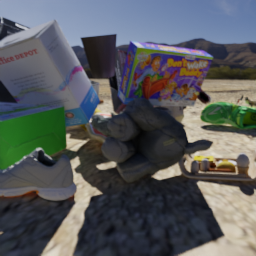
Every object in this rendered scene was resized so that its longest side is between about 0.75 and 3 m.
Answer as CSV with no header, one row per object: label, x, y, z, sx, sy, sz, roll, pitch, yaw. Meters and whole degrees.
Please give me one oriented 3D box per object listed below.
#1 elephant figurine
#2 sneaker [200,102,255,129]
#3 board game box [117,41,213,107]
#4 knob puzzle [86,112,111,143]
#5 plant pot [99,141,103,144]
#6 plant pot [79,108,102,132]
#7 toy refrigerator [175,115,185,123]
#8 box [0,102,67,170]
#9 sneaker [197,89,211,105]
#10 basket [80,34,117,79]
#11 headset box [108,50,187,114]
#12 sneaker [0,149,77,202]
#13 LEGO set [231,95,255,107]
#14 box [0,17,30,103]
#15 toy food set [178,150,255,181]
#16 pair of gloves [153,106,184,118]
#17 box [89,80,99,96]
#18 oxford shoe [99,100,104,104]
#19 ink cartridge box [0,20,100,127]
elephant figurine,0.282,0.072,6.877,1.891,2.073,2.673,-41,8,3
sneaker,4.255,-0.517,11.213,2.672,0.989,1.116,4,9,15
board game box,0.934,-1.309,7.157,2.157,1.450,0.483,-1,33,-24
knob puzzle,-0.030,-0.083,9.090,3.264,0.453,3.264,9,20,-3
plant pot,-0.387,0.341,9.314,1.175,0.161,1.175,-1,12,0
plant pot,-1.393,-0.389,10.830,0.753,0.854,0.854,7,23,-45
toy refrigerator,1.831,-0.691,12.148,1.183,0.414,0.449,25,16,-11
box,-3.481,0.141,7.394,2.503,1.372,2.837,4,14,21
sneaker,2.485,-1.370,10.244,1.333,0.504,0.770,38,12,12
basket,-0.718,-1.879,7.381,0.955,1.059,0.720,-7,19,-7
headset box,0.541,-1.563,10.528,2.890,2.148,1.084,6,-29,-28
sneaker,-1.959,0.823,5.466,1.985,0.913,0.752,1,12,8
LEGO set,4.686,-0.645,11.791,1.306,0.570,2.010,21,-16,27
box,-4.273,-2.458,10.518,1.688,2.677,2.723,15,17,-30
toy food set,2.134,0.732,6.564,1.760,0.532,1.263,0,12,17
pair of gloves,1.041,-1.311,9.121,0.428,2.440,2.074,-9,12,35
box,-2.354,-1.143,12.022,0.772,1.498,2.568,21,25,27
oxford shoe,-2.215,-1.725,17.704,1.419,0.506,0.506,0,11,-8
ink cartridge box,-2.521,-1.480,8.595,2.139,2.960,1.253,-7,40,25
